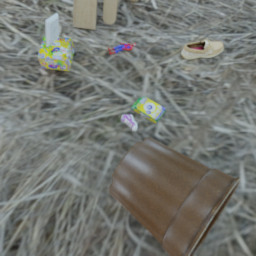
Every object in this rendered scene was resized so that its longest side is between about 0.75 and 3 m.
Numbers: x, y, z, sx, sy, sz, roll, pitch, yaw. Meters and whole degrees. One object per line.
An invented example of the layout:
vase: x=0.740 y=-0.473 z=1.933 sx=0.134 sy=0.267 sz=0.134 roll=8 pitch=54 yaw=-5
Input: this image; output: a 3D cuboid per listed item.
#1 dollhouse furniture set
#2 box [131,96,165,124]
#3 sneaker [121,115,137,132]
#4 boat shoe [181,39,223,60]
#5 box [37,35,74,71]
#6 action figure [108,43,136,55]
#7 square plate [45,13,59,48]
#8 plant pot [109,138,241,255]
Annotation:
dollhouse furniture set: x=-0.840 y=-5.616 z=12.618 sx=2.499 sy=2.141 sz=2.628 roll=10 pitch=25 yaw=5
box: x=0.696 y=-0.681 z=9.839 sx=1.071 sy=0.259 sz=0.629 roll=30 pitch=64 yaw=18
sneaker: x=-0.002 y=-0.157 z=9.193 sx=0.440 sy=0.280 sz=0.773 roll=4 pitch=35 yaw=-28
boat shoe: x=3.006 y=-3.173 z=11.090 sx=1.765 sy=0.610 sz=0.651 roll=-14 pitch=61 yaw=-8
box: x=-2.745 y=-2.864 z=10.769 sx=1.122 sy=0.684 sz=1.080 roll=7 pitch=66 yaw=-1
action figure: x=-0.232 y=-3.254 z=11.350 sx=1.151 sy=0.297 sz=0.377 roll=-16 pitch=58 yaw=-12
square plate: x=-2.657 y=-3.445 z=9.896 sx=0.138 sy=0.958 sz=0.967 roll=13 pitch=38 yaw=5
plant pot: x=1.075 y=1.678 z=7.273 sx=2.569 sy=2.595 sz=2.595 roll=33 pitch=65 yaw=26
